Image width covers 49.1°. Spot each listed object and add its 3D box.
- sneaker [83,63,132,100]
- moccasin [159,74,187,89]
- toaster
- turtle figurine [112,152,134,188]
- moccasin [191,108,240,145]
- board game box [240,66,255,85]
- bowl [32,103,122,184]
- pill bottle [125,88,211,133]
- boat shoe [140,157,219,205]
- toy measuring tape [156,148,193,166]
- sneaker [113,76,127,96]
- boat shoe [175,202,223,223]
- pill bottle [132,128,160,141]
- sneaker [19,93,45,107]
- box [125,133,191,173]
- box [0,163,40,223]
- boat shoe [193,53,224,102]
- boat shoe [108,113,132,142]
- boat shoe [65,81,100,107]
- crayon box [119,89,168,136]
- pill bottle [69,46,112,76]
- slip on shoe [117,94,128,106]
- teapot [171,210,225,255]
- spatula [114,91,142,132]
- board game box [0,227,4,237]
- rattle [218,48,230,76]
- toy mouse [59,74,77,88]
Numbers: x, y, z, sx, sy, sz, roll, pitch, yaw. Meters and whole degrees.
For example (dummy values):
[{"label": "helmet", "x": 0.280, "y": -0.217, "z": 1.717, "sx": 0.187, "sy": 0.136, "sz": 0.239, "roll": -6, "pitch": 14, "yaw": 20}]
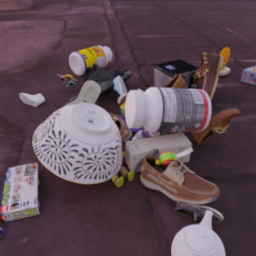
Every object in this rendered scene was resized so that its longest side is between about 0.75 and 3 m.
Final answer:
[{"label": "sneaker", "x": -0.929, "y": -2.312, "z": 12.246, "sx": 2.533, "sy": 0.968, "sz": 1.451, "roll": -34, "pitch": 83, "yaw": -38}, {"label": "moccasin", "x": 1.372, "y": -1.322, "z": 10.884, "sx": 2.121, "sy": 0.819, "sz": 0.776, "roll": -37, "pitch": 24, "yaw": -9}, {"label": "toaster", "x": 2.107, "y": -2.340, "z": 12.614, "sx": 1.623, "sy": 1.065, "sz": 1.795, "roll": -18, "pitch": 38, "yaw": -25}, {"label": "turtle figurine", "x": -0.563, "y": 1.086, "z": 7.857, "sx": 1.661, "sy": 0.535, "sz": 1.339, "roll": -6, "pitch": 37, "yaw": -48}, {"label": "moccasin", "x": 2.726, "y": -0.023, "z": 8.687, "sx": 0.616, "sy": 1.685, "sz": 0.650, "roll": 11, "pitch": 50, "yaw": -48}, {"label": "board game box", "x": 6.488, "y": -2.495, "z": 13.240, "sx": 2.042, "sy": 0.630, "sz": 2.043, "roll": 14, "pitch": 36, "yaw": 19}, {"label": "bowl", "x": -1.116, "y": 0.132, "z": 7.420, "sx": 2.510, "sy": 1.178, "sz": 2.510, "roll": 19, "pitch": 36, "yaw": -14}, {"label": "pill bottle", "x": 1.116, "y": -0.509, "z": 8.104, "sx": 2.236, "sy": 1.296, "sz": 1.296, "roll": 0, "pitch": 32, "yaw": -15}, {"label": "boat shoe", "x": 1.184, "y": 1.257, "z": 7.042, "sx": 2.213, "sy": 0.794, "sz": 0.838, "roll": 11, "pitch": 26, "yaw": 37}, {"label": "toy measuring tape", "x": 1.162, "y": 0.719, "z": 7.242, "sx": 1.009, "sy": 0.371, "sz": 0.371, "roll": -24, "pitch": 31, "yaw": 13}, {"label": "sneaker", "x": -0.348, "y": -1.555, "z": 11.368, "sx": 0.422, "sy": 1.029, "sz": 0.381, "roll": -25, "pitch": -21, "yaw": 31}, {"label": "boat shoe", "x": 1.649, "y": 2.039, "z": 6.624, "sx": 1.113, "sy": 0.400, "sz": 0.361, "roll": 15, "pitch": 42, "yaw": 27}, {"label": "pill bottle", "x": 0.536, "y": 0.280, "z": 8.824, "sx": 0.481, "sy": 0.867, "sz": 0.481, "roll": 26, "pitch": 48, "yaw": -32}, {"label": "sneaker", "x": -3.941, "y": -1.223, "z": 11.595, "sx": 1.033, "sy": 0.381, "sz": 0.597, "roll": 26, "pitch": 39, "yaw": 19}, {"label": "box", "x": 0.875, "y": 0.717, "z": 8.282, "sx": 1.849, "sy": 0.760, "sz": 0.632, "roll": -10, "pitch": 36, "yaw": -12}, {"label": "box", "x": -2.783, "y": 1.609, "z": 7.288, "sx": 0.916, "sy": 0.289, "sz": 1.665, "roll": -10, "pitch": 34, "yaw": -10}, {"label": "boat shoe", "x": 3.115, "y": -2.010, "z": 11.275, "sx": 0.989, "sy": 0.990, "sz": 2.813, "roll": 19, "pitch": 51, "yaw": 6}, {"label": "boat shoe", "x": -0.436, "y": -0.134, "z": 9.538, "sx": 0.598, "sy": 0.567, "sz": 1.579, "roll": -49, "pitch": 43, "yaw": 0}, {"label": "boat shoe", "x": -1.846, "y": -0.642, "z": 10.270, "sx": 0.903, "sy": 0.850, "sz": 2.514, "roll": 37, "pitch": 54, "yaw": -11}, {"label": "crayon box", "x": 0.722, "y": -0.485, "z": 9.724, "sx": 1.795, "sy": 0.523, "sz": 1.066, "roll": 34, "pitch": 66, "yaw": 25}, {"label": "pill bottle", "x": -1.847, "y": -3.482, "z": 14.261, "sx": 1.158, "sy": 1.158, "sz": 2.121, "roll": 28, "pitch": 42, "yaw": 35}, {"label": "slip on shoe", "x": 0.123, "y": -1.063, "z": 11.069, "sx": 0.387, "sy": 0.485, "sz": 1.276, "roll": 37, "pitch": 25, "yaw": 32}, {"label": "teapot", "x": 1.417, "y": 2.404, "z": 5.626, "sx": 1.150, "sy": 0.851, "sz": 1.165, "roll": -10, "pitch": 36, "yaw": -15}, {"label": "spatula", "x": -0.115, "y": -0.741, "z": 10.869, "sx": 0.828, "sy": 0.301, "sz": 2.930, "roll": -2, "pitch": 32, "yaw": -18}, {"label": "board game box", "x": -3.605, "y": 2.276, "z": 6.267, "sx": 1.159, "sy": 0.358, "sz": 1.160, "roll": 29, "pitch": 43, "yaw": 36}, {"label": "rattle", "x": 4.270, "y": -3.120, "z": 13.727, "sx": 1.743, "sy": 1.245, "sz": 1.135, "roll": -10, "pitch": 51, "yaw": -25}, {"label": "toy mouse", "x": -2.686, "y": -2.097, "z": 12.446, "sx": 0.958, "sy": 0.852, "sz": 0.185, "roll": 22, "pitch": 61, "yaw": -1}]
